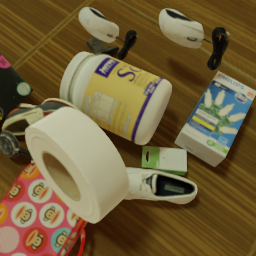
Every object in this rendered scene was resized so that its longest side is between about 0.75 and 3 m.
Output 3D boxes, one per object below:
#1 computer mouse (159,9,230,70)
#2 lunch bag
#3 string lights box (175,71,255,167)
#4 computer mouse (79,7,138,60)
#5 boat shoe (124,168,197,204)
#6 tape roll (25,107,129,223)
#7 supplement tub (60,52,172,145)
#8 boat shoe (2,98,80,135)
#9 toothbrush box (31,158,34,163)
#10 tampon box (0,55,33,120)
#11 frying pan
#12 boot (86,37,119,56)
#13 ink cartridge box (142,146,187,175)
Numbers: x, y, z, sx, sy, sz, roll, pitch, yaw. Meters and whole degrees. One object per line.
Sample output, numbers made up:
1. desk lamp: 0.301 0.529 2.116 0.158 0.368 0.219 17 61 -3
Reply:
1. computer mouse: 1.621 -2.478 7.567 2.162 1.185 0.474 34 63 21
2. lunch bag: -1.986 2.294 6.612 2.230 1.037 2.532 30 70 11
3. string lights box: 2.431 -0.301 7.719 1.247 0.716 2.427 31 63 9
4. computer mouse: -0.558 -2.409 7.089 1.571 0.861 0.345 27 43 -20
5. boat shoe: 0.570 1.404 7.134 2.374 0.776 0.873 3 67 1
6. tape roll: -1.057 0.766 5.641 2.306 2.306 0.806 42 56 16
7. supplement tub: -0.312 -0.836 7.493 2.535 1.843 1.843 25 69 9
8. boat shoe: -2.302 -0.192 7.335 2.522 0.898 0.789 0 46 31
9. toothbrush box: -2.162 0.714 7.649 0.860 0.367 0.629 -9 67 -4
10. tampon box: -3.758 -0.977 7.694 1.662 1.245 1.049 -49 33 -18
11. frying pan: -2.985 0.615 7.341 1.248 0.755 0.203 43 34 10
12. boot: -0.847 -2.704 9.121 0.929 0.322 0.809 -20 69 -6
13. ink cartridge box: 0.960 0.876 7.560 1.192 0.354 0.619 5 64 0
